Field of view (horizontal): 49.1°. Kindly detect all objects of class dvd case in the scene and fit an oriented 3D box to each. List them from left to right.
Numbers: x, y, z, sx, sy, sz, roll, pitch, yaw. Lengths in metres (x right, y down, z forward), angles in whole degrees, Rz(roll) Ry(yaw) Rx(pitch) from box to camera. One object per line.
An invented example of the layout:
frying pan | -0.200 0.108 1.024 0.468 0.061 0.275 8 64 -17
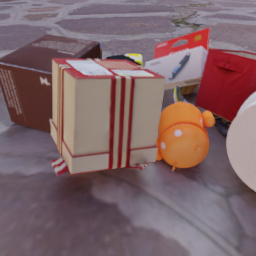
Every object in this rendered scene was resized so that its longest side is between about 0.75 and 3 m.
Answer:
dvd case | 2.846 -0.030 7.731 0.886 0.095 1.191 -9 33 -14

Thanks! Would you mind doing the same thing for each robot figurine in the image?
robot figurine | 1.246 0.132 6.397 1.362 1.104 1.894 -2 33 7

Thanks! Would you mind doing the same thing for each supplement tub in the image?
supplement tub | 3.475 -0.014 5.538 2.149 2.149 2.976 27 35 36

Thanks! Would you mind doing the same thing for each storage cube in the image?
storage cube | 3.149 -1.183 7.739 1.870 1.681 1.598 -6 26 -32

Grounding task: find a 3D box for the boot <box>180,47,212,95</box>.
boot | 3.296 -1.686 9.523 2.572 0.851 2.253 24 73 7

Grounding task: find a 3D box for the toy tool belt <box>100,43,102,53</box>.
toy tool belt | -1.540 -3.836 13.284 0.686 0.675 1.099 9 33 13

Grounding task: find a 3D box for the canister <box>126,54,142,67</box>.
canister | 0.175 -2.715 11.664 0.862 0.502 1.161 3 31 5

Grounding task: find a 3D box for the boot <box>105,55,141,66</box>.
boot | -0.158 -1.896 9.975 2.554 0.945 2.093 10 33 23

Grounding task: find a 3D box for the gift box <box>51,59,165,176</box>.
gift box | -0.554 -0.179 5.776 2.096 2.121 2.271 -3 25 -21

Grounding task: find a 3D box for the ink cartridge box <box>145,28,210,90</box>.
ink cartridge box | 1.532 -2.241 9.119 2.147 1.892 0.480 -6 -18 41

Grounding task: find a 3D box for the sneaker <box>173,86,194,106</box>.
sneaker | 1.557 -0.640 7.679 0.447 1.105 0.408 -19 6 18

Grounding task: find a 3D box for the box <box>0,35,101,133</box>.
box | -2.030 -1.301 7.891 1.867 1.886 2.273 14 39 19
